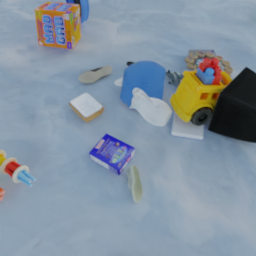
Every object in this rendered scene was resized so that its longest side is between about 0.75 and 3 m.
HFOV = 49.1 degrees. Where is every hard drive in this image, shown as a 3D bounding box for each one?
[{"bbox_3d":[2.579,-0.369,11.953,1.262,0.243,1.913,9,50,8],"label":"hard drive"}]

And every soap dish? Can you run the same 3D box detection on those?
[{"bbox_3d":[-1.809,-0.867,12.192,1.027,0.530,1.305,-34,57,-25],"label":"soap dish"}]

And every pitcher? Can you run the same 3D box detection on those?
[{"bbox_3d":[0.908,-0.885,11.513,1.732,1.486,1.050,31,73,15],"label":"pitcher"}]

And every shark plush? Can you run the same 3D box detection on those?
[{"bbox_3d":[2.195,-2.383,13.495,1.617,0.735,0.674,39,91,22],"label":"shark plush"}]

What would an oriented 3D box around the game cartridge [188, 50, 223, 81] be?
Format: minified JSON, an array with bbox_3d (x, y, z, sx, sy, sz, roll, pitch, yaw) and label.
[{"bbox_3d":[3.895,-3.214,14.282,1.451,0.430,2.239,-3,50,2],"label":"game cartridge"}]

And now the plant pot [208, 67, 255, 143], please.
[{"bbox_3d":[4.682,-0.694,10.966,1.908,2.146,2.151,35,58,27],"label":"plant pot"}]

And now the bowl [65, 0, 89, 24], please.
[{"bbox_3d":[-3.007,-7.517,16.271,0.550,2.801,2.801,-21,53,-21],"label":"bowl"}]

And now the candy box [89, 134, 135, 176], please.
[{"bbox_3d":[-0.602,0.981,10.645,1.360,0.524,1.150,27,57,20],"label":"candy box"}]

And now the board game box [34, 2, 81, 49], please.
[{"bbox_3d":[-3.667,-5.492,14.955,1.841,1.843,1.841,7,37,4],"label":"board game box"}]

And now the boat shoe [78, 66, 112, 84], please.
[{"bbox_3d":[-1.625,-2.592,13.713,1.779,0.595,0.507,-24,14,-19],"label":"boat shoe"}]

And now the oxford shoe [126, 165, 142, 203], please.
[{"bbox_3d":[0.198,1.994,9.913,0.392,0.510,1.358,-30,53,29],"label":"oxford shoe"}]

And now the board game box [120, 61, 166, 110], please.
[{"bbox_3d":[0.696,-1.870,12.818,1.934,0.477,2.448,4,74,13],"label":"board game box"}]

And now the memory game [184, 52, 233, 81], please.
[{"bbox_3d":[3.951,-3.070,13.660,2.407,0.153,2.407,5,45,-5],"label":"memory game"}]

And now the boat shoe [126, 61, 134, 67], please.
[{"bbox_3d":[0.392,-3.093,14.112,1.240,0.351,0.425,31,78,23],"label":"boat shoe"}]

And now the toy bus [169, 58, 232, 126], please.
[{"bbox_3d":[3.314,-1.558,11.292,2.603,2.499,1.766,-3,41,-21],"label":"toy bus"}]

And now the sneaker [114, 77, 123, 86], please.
[{"bbox_3d":[0.024,-2.415,13.319,1.522,0.573,0.674,-14,95,-18],"label":"sneaker"}]

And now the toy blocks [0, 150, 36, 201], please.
[{"bbox_3d":[-4.241,1.808,9.656,1.874,0.681,1.562,26,70,24],"label":"toy blocks"}]
